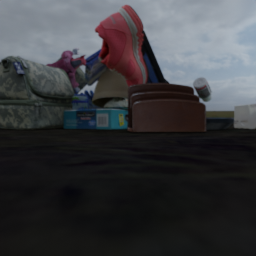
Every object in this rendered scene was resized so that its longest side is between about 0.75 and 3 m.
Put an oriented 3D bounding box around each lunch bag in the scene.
[{"bbox_3d":[-2.834,-2.318,12.975,1.430,1.704,1.188,-42,-27,9],"label":"lunch bag"},{"bbox_3d":[-2.673,-0.798,12.329,1.889,1.519,0.779,0,7,-18],"label":"lunch bag"},{"bbox_3d":[-3.356,-1.175,10.129,1.993,2.399,2.861,0,3,23],"label":"lunch bag"}]

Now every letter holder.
[{"bbox_3d":[0.968,-0.550,7.323,1.879,1.335,0.945,0,2,-7],"label":"letter holder"}]

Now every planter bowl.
[{"bbox_3d":[-0.188,-1.612,10.733,2.270,1.528,2.270,3,-8,0],"label":"planter bowl"}]

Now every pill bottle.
[{"bbox_3d":[2.792,-1.389,10.388,0.514,0.514,0.928,1,-34,37],"label":"pill bottle"}]

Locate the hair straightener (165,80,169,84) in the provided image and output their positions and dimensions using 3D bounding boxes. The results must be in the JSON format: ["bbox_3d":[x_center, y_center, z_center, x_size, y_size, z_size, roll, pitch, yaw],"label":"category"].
[{"bbox_3d":[1.440,-2.209,12.160,0.904,0.481,2.348,36,13,-45],"label":"hair straightener"}]

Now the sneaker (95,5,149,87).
[{"bbox_3d":[-0.243,-2.067,8.201,1.291,1.097,2.977,-28,-34,-9],"label":"sneaker"}]

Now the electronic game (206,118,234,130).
[{"bbox_3d":[2.189,-0.242,9.747,2.809,0.585,2.809,0,1,0],"label":"electronic game"}]

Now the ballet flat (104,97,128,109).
[{"bbox_3d":[-0.313,-0.869,9.893,0.494,0.494,1.377,-2,4,-44],"label":"ballet flat"}]

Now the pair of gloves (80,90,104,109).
[{"bbox_3d":[-0.957,-1.208,13.065,2.475,0.282,1.990,-9,-35,32],"label":"pair of gloves"}]

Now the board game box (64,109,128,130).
[{"bbox_3d":[-0.580,-0.319,10.666,2.236,0.695,2.962,1,2,36],"label":"board game box"}]

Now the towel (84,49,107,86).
[{"bbox_3d":[-0.797,-2.453,10.394,1.952,0.316,2.658,-37,-1,-11],"label":"towel"}]

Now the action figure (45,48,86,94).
[{"bbox_3d":[-3.008,-2.491,11.868,2.967,1.988,2.210,-22,-12,27],"label":"action figure"}]

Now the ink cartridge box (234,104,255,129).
[{"bbox_3d":[5.255,-0.417,10.247,2.179,0.902,1.596,0,2,-8],"label":"ink cartridge box"}]

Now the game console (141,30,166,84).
[{"bbox_3d":[0.807,-2.060,10.540,0.422,2.719,2.404,-24,1,-2],"label":"game console"}]
